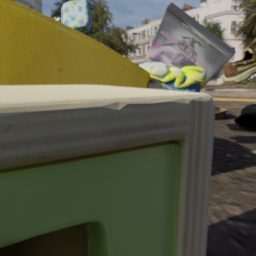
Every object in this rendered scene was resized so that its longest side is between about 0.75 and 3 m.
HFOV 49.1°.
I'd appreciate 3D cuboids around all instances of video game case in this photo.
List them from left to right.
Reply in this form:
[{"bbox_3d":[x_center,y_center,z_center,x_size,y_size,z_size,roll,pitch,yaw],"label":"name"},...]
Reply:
[{"bbox_3d":[1.454,-1.855,7.551,1.881,0.250,2.633,39,-18,4],"label":"video game case"}]

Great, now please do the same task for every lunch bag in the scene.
[{"bbox_3d":[-1.795,-3.806,9.712,1.032,1.284,0.530,-10,-21,9],"label":"lunch bag"}]

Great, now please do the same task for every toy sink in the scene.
[{"bbox_3d":[-1.101,0.745,1.203,2.774,1.808,1.554,-5,12,-33],"label":"toy sink"}]

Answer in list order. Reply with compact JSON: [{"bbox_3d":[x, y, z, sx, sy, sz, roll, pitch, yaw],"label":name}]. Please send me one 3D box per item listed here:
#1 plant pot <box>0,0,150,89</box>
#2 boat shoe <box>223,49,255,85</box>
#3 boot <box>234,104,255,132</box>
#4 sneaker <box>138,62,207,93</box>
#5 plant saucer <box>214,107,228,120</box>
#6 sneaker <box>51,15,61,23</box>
[{"bbox_3d":[-1.159,-0.313,5.084,2.552,2.893,2.893,13,9,-7],"label":"plant pot"},{"bbox_3d":[2.462,-1.324,5.495,1.348,0.499,0.498,-28,17,-16],"label":"boat shoe"},{"bbox_3d":[4.721,-0.368,10.489,1.804,0.814,2.201,-12,14,-29],"label":"boot"},{"bbox_3d":[0.958,-1.016,6.554,1.648,0.866,0.624,9,33,13],"label":"sneaker"},{"bbox_3d":[3.204,-0.735,13.348,2.908,0.428,2.908,0,11,0],"label":"plant saucer"},{"bbox_3d":[-3.008,-4.311,12.006,1.663,0.639,0.737,21,-14,49],"label":"sneaker"}]
